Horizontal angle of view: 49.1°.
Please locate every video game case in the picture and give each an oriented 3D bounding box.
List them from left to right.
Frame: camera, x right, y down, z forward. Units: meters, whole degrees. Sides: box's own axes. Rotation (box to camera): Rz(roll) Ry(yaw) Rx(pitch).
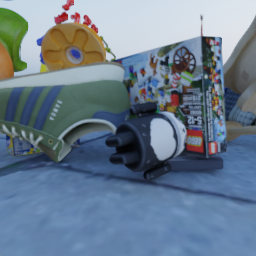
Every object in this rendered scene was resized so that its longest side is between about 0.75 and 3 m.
[{"bbox_3d":[0.759,0.362,4.599,1.235,0.164,1.728,-3,8,8],"label":"video game case"}]

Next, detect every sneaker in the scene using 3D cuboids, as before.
[{"bbox_3d":[-1.313,-0.084,4.196,2.811,1.262,0.943,-12,-6,-1],"label":"sneaker"}]

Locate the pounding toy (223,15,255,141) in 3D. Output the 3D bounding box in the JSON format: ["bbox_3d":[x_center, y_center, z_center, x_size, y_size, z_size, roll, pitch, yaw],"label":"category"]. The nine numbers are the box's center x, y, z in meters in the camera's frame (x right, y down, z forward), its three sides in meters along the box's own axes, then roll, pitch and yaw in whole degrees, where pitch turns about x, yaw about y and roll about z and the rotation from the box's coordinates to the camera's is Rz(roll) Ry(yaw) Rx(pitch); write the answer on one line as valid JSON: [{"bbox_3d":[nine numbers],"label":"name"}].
[{"bbox_3d":[2.723,-0.744,4.897,1.629,2.848,1.634,-9,53,-28],"label":"pounding toy"}]

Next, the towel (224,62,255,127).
[{"bbox_3d":[3.485,-1.429,7.972,0.506,2.928,2.819,33,4,-19],"label":"towel"}]

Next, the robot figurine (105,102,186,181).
[{"bbox_3d":[0.249,0.155,3.417,1.017,0.764,0.635,-14,42,-34],"label":"robot figurine"}]

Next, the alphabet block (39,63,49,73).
[{"bbox_3d":[-2.513,-1.926,11.090,1.506,1.514,1.542,6,-4,9],"label":"alphabet block"}]

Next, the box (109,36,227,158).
[{"bbox_3d":[0.471,-0.441,4.351,0.410,1.486,2.175,-9,8,-33],"label":"box"}]

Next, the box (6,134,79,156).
[{"bbox_3d":[-1.520,0.195,5.080,1.223,0.393,0.429,-6,12,-36],"label":"box"}]

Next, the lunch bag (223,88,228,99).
[{"bbox_3d":[1.144,-0.751,6.181,2.072,1.371,1.408,-5,38,-14],"label":"lunch bag"}]

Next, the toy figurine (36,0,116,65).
[{"bbox_3d":[-1.695,-2.194,8.254,1.745,1.536,2.912,-15,-30,19],"label":"toy figurine"}]

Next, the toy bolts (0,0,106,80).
[{"bbox_3d":[-1.696,-1.533,4.254,2.639,2.763,1.916,16,39,2],"label":"toy bolts"}]
